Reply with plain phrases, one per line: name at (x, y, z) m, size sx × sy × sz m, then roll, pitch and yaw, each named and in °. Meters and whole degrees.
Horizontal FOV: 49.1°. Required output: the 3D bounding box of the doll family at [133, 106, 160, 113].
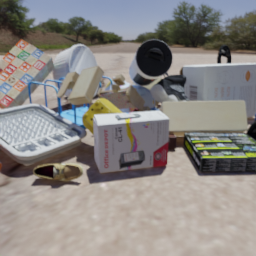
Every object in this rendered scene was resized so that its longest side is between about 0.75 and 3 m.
doll family at (0.965, -0.296, 9.792) m, size 1.106 × 0.751 × 1.913 m, roll -14°, pitch 21°, yaw -31°

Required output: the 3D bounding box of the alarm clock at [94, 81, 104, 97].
alarm clock at (-2.176, -2.215, 15.083) m, size 1.794 × 0.886 × 2.660 m, roll 15°, pitch 28°, yaw 30°

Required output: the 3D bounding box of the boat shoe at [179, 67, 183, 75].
boat shoe at (4.145, -2.752, 15.864) m, size 2.537 × 0.935 × 0.878 m, roll 34°, pitch 21°, yaw 11°

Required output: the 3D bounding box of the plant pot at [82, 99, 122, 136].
plant pot at (-0.630, -0.168, 7.676) m, size 1.081 × 1.074 × 1.105 m, roll 42°, pitch -1°, yaw 28°

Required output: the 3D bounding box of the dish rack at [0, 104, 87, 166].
dish rack at (-2.768, 0.155, 7.996) m, size 2.653 × 0.578 × 2.277 m, roll 28°, pitch 32°, yaw 31°

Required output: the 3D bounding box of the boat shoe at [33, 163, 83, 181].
boat shoe at (-1.576, 0.999, 6.251) m, size 1.118 × 0.414 × 0.371 m, roll -5°, pitch -8°, yaw 8°

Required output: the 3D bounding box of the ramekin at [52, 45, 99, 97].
ramekin at (-2.384, -2.463, 12.717) m, size 1.137 × 2.441 × 2.441 m, roll -2°, pitch 16°, yaw 25°

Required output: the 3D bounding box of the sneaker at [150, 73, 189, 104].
sneaker at (1.892, -1.105, 9.772) m, size 2.133 × 0.805 × 1.214 m, roll 35°, pitch 64°, yaw -4°

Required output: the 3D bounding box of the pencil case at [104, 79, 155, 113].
pencil case at (-0.004, -1.308, 11.785) m, size 1.230 × 1.342 × 2.958 m, roll 4°, pitch 16°, yaw -25°

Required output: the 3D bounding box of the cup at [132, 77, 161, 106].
cup at (0.956, -1.523, 12.562) m, size 1.536 × 1.536 × 1.099 m, roll -1°, pitch 38°, yaw -4°

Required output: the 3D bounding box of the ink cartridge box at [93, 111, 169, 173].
ink cartridge box at (0.072, 0.326, 6.973) m, size 1.766 × 1.303 × 0.756 m, roll -6°, pitch 21°, yaw -15°

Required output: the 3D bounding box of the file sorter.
file sorter at (-2.024, -0.992, 10.379) m, size 1.870 × 1.653 × 2.695 m, roll 16°, pitch 24°, yaw 38°

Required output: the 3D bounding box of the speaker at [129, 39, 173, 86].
speaker at (0.697, -2.179, 9.834) m, size 1.181 × 1.181 × 2.908 m, roll -1°, pitch 3°, yaw -4°

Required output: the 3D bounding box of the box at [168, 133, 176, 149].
box at (0.867, 0.380, 8.215) m, size 1.025 × 0.384 × 0.513 m, roll -1°, pitch 12°, yaw 0°

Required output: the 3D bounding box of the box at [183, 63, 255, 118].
box at (3.630, -1.424, 10.860) m, size 2.701 × 2.057 × 1.436 m, roll -6°, pitch 14°, yaw -21°

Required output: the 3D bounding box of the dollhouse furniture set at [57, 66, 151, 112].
dollhouse furniture set at (-0.770, -0.698, 8.999) m, size 2.035 × 2.387 × 1.165 m, roll -1°, pitch 57°, yaw 38°

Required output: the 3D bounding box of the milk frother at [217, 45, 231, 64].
milk frother at (5.271, -2.391, 12.905) m, size 2.574 × 2.736 × 2.469 m, roll 9°, pitch 17°, yaw 24°

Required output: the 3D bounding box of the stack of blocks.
stack of blocks at (-4.386, -2.017, 11.065) m, size 1.538 × 0.782 × 2.671 m, roll 31°, pitch 69°, yaw 7°

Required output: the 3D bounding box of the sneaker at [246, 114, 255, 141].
sneaker at (4.251, -0.073, 8.654) m, size 1.424 × 0.983 × 2.561 m, roll 6°, pitch 24°, yaw -8°

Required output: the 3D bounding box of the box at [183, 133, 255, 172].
box at (2.608, 0.601, 7.535) m, size 1.895 × 0.450 × 1.830 m, roll 0°, pitch 21°, yaw -3°

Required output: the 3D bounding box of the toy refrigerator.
toy refrigerator at (2.280, -0.269, 8.741) m, size 2.491 × 0.946 × 0.872 m, roll -1°, pitch -12°, yaw 0°
